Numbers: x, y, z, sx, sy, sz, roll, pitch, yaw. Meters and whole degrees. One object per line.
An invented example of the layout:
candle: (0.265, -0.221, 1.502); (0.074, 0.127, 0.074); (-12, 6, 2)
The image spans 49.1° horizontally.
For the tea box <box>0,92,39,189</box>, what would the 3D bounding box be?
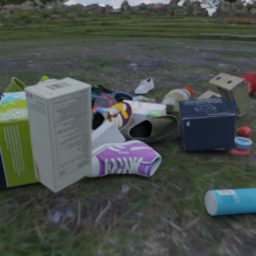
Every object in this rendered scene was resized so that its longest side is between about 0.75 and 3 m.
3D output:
tea box: (-3.345, 0.184, 8.621); (2.940, 1.997, 2.989); (-7, 23, -18)

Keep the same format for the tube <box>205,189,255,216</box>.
tube: (3.020, 1.770, 6.870); (2.225, 0.561, 0.862); (0, 31, -12)

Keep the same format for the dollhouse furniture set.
dollhouse furniture set: (4.145, -1.128, 12.975); (2.326, 1.639, 1.630); (-35, 29, -5)

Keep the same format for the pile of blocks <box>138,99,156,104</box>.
pile of blocks: (0.602, -0.985, 12.707); (1.562, 0.641, 0.485); (-18, 9, 28)

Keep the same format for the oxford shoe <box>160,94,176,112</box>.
oxford shoe: (1.805, -1.090, 12.693); (0.716, 0.550, 1.904); (10, -9, 1)

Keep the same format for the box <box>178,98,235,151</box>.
box: (2.767, -0.200, 10.204); (1.697, 1.224, 2.287); (-4, 19, 8)

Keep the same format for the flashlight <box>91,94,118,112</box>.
flashlight: (-1.392, -0.648, 11.177); (0.981, 0.984, 2.897); (36, 27, 8)

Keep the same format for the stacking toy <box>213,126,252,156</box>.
stacking toy: (3.753, 0.368, 10.016); (1.310, 0.611, 1.447); (9, 24, 19)

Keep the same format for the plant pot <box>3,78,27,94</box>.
plant pot: (-5.705, -1.695, 14.035); (1.117, 1.176, 1.176); (-43, 25, 6)

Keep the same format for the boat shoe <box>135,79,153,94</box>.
boat shoe: (0.993, -2.521, 16.756); (0.700, 0.666, 1.945); (11, 26, 33)

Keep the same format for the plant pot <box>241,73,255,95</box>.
plant pot: (6.800, -2.415, 15.989); (1.089, 1.195, 1.195); (-29, 35, -33)

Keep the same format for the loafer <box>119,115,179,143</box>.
loafer: (0.848, 0.098, 10.043); (2.438, 0.917, 0.849); (-18, -4, -20)

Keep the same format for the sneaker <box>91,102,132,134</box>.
sneaker: (-0.680, -0.351, 10.112); (0.997, 1.199, 2.661); (14, 46, 24)

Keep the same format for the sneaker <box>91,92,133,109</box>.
sneaker: (-0.994, -1.110, 13.430); (2.502, 0.887, 1.037); (-6, 37, -9)

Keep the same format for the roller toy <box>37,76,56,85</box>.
roller toy: (-3.398, -1.565, 12.349); (0.851, 1.219, 1.112); (1, 64, 26)

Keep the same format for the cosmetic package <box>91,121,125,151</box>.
cosmetic package: (-0.878, 0.511, 8.743); (1.393, 0.749, 0.591); (-40, 25, -20)

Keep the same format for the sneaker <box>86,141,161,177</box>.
sneaker: (-0.075, 1.023, 8.179); (2.413, 0.875, 1.376); (-16, 31, -34)

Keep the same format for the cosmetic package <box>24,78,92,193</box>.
cosmetic package: (-1.547, 0.154, 6.526); (0.841, 2.367, 1.245); (23, 32, 34)

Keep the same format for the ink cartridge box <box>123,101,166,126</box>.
ink cartridge box: (0.241, -0.526, 11.843); (2.463, 0.829, 1.442); (8, 24, 18)

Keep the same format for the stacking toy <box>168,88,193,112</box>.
stacking toy: (2.759, -1.597, 14.285); (1.084, 1.084, 2.538); (9, 21, 21)

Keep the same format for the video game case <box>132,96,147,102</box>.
video game case: (0.649, -1.510, 15.142); (0.842, 0.102, 0.925); (-16, 28, -33)

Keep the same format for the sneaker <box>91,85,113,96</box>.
sneaker: (-1.294, -1.706, 14.551); (2.399, 0.951, 0.904); (-2, 21, -8)
